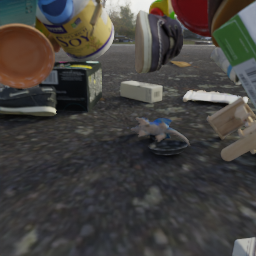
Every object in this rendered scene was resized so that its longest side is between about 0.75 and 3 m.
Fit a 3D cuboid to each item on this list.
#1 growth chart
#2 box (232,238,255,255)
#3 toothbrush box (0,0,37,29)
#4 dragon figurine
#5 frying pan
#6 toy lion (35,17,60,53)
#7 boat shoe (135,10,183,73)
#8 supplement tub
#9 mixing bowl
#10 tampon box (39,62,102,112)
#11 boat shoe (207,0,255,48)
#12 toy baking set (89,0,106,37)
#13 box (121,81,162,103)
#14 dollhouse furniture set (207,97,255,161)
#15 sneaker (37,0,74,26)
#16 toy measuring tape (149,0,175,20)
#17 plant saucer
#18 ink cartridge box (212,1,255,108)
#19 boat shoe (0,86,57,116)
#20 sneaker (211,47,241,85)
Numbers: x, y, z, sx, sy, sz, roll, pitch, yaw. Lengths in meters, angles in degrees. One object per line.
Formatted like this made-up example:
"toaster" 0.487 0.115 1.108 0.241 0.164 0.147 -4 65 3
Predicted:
"growth chart" 3.100 -1.066 9.980 2.291 0.203 1.658 11 22 28
"box" 1.347 1.550 2.074 0.514 0.617 1.502 -3 19 -7
"toothbrush box" -3.164 -2.912 6.285 1.918 1.117 2.619 -21 4 -19
"dragon figurine" 0.723 0.024 6.410 1.578 0.464 0.785 8 10 25
"frying pan" 0.662 0.373 5.960 0.788 0.212 1.303 -12 12 -37
"toy lion" -3.050 -3.936 9.152 0.972 2.714 2.831 7 12 13
"boat shoe" 0.582 -1.634 5.154 0.865 0.960 2.668 4 23 3
"supplement tub" -1.768 -3.653 8.971 1.951 1.951 2.684 9 -20 25
"mixing bowl" 1.778 -2.856 5.777 2.379 2.379 1.288 13 41 31
"tampon box" -1.852 -1.482 9.458 1.579 1.330 2.107 2 20 6
"boat shoe" 1.317 -1.811 3.349 0.702 0.701 1.993 -15 -23 0
"toy baking set" -0.696 -3.570 7.588 0.276 2.374 1.822 22 -19 -11
"box" 0.469 -1.343 10.251 0.643 0.535 1.566 -19 27 -42
"dollhouse furniture set" 2.287 0.241 5.622 0.888 1.039 2.005 -36 7 23
"sneaker" -2.099 -3.699 6.957 0.891 2.411 0.992 -24 -6 5
"toy measuring tape" 0.866 -3.431 7.369 0.750 2.038 0.750 -5 46 6
"plant saucer" -1.678 -1.104 4.338 1.028 1.028 0.192 -7 38 -20
"ink cartridge box" 2.147 -1.096 2.767 2.235 1.160 0.663 -32 4 -1
"boat shoe" -3.304 -0.811 8.041 2.527 0.855 0.908 1 -4 4
"sneaker" 3.364 -2.159 7.711 2.852 1.069 1.236 -22 54 -36
